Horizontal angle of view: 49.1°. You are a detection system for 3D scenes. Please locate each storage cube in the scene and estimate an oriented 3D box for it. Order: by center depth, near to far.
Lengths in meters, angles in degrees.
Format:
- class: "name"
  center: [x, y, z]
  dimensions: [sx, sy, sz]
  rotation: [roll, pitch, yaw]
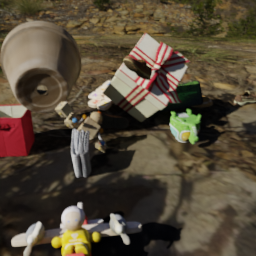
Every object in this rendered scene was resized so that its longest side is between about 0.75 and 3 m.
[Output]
- class: "storage cube"
  center: [-3.866, 0.070, 9.123]
  dimensions: [1.285, 1.351, 1.503]
  rotation: [-3, 23, -7]

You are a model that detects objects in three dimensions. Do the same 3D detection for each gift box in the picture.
- class: "gift box"
  center: [0.823, -1.812, 10.587]
  dimensions: [2.527, 2.359, 2.331]
  rotation: [31, 64, -11]

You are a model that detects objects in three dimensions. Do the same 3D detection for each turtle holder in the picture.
- class: "turtle holder"
  center: [2.069, 0.007, 9.744]
  dimensions: [1.039, 0.971, 1.368]
  rotation: [-19, 30, -39]

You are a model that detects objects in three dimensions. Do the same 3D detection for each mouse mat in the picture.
- class: "mouse mat"
  center: [1.917, -1.368, 12.506]
  dimensions: [2.681, 0.101, 2.158]
  rotation: [-11, 34, 15]

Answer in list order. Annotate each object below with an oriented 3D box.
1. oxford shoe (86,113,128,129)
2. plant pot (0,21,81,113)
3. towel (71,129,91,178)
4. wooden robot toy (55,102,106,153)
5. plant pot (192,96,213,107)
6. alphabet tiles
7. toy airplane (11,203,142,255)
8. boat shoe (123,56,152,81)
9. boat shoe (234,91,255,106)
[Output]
- class: "oxford shoe"
  center: [-0.839, -0.264, 10.879]
  dimensions: [1.652, 0.589, 0.589]
  rotation: [10, 7, -8]
- class: "plant pot"
  center: [-2.860, -1.822, 9.413]
  dimensions: [2.793, 2.793, 2.424]
  rotation: [-6, 39, -13]
- class: "towel"
  center: [-1.292, 0.697, 7.918]
  dimensions: [0.482, 0.933, 1.127]
  rotation: [-5, 40, -3]
- class: "wooden robot toy"
  center: [-1.270, -0.180, 8.859]
  dimensions: [0.923, 2.096, 0.951]
  rotation: [-17, 36, 57]
- class: "plant pot"
  center: [3.395, -1.370, 13.893]
  dimensions: [1.573, 0.216, 1.573]
  rotation: [0, 24, 0]
- class: "alphabet tiles"
  center: [-0.656, -1.761, 13.516]
  dimensions: [2.589, 0.193, 2.647]
  rotation: [18, 51, 43]
- class: "toy airplane"
  center: [-0.896, 1.886, 5.035]
  dimensions: [1.763, 1.250, 1.771]
  rotation: [15, 29, 37]
- class: "boat shoe"
  center: [0.310, -1.859, 8.394]
  dimensions: [0.456, 0.428, 1.266]
  rotation: [19, -4, 39]
- class: "boat shoe"
  center: [5.865, -1.506, 13.705]
  dimensions: [1.624, 0.601, 0.600]
  rotation: [-16, 28, -33]
